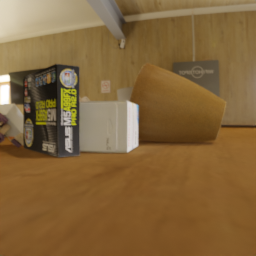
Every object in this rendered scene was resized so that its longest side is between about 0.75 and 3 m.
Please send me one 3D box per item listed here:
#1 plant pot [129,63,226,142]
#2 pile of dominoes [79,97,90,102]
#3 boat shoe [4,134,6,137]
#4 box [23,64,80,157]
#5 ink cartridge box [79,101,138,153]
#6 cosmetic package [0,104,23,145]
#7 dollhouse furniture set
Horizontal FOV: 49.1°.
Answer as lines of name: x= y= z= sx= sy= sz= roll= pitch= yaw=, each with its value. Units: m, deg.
plant pot: x=1.752 y=-0.614 z=9.776 sx=2.943 sy=2.742 sz=2.742 roll=15 pitch=5 yaw=14
pile of dominoes: x=-2.456 y=-0.374 z=11.481 sx=2.692 sy=2.098 sz=0.429 roll=-2 pitch=-30 yaw=-34
boat shoe: x=-5.322 y=0.154 z=12.926 sx=1.760 sy=0.631 sz=0.596 roll=7 pitch=-2 yaw=-19
box: x=-1.972 y=-0.389 z=6.898 sx=0.547 sy=1.981 sz=2.473 roll=0 pitch=2 yaw=-36
ink cartridge box: x=-0.453 y=-0.048 z=7.471 sx=1.244 sy=1.249 sz=1.703 roll=1 pitch=1 yaw=10
cosmetic package: x=-3.425 y=-0.075 z=8.421 sx=0.692 sy=0.486 sz=1.365 roll=0 pitch=-43 yaw=22
dollhouse furniture set: x=-4.044 y=0.519 z=7.869 sx=1.715 sy=1.359 sz=1.217 roll=-26 pitch=28 yaw=35
